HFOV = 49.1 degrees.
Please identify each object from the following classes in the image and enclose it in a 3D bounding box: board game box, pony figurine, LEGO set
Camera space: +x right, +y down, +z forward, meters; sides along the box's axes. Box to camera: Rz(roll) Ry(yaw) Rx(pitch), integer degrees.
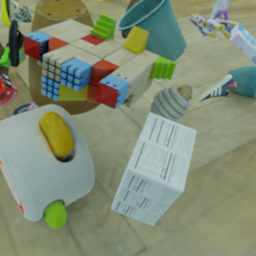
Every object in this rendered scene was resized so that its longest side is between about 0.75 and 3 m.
[{"bbox_3d":[3.163,-2.030,7.169,1.260,0.275,1.266,40,37,-6],"label":"board game box"},{"bbox_3d":[2.861,-3.449,9.150,1.460,1.260,1.513,-17,45,-24],"label":"pony figurine"},{"bbox_3d":[-3.177,-3.292,8.556,0.856,0.373,1.318,-24,72,-15],"label":"LEGO set"}]

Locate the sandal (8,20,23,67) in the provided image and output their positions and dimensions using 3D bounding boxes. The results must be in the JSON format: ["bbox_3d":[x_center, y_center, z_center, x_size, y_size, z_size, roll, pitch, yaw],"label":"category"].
[{"bbox_3d":[-2.253,-1.682,5.650,0.345,0.917,0.220,7,8,43],"label":"sandal"}]

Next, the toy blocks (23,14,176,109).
[{"bbox_3d":[-0.798,-1.157,5.323,2.885,1.442,1.972,26,39,13],"label":"toy blocks"}]

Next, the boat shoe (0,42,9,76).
[{"bbox_3d":[-4.379,-2.319,8.309,0.982,2.872,1.073,24,50,11],"label":"boat shoe"}]

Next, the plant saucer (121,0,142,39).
[{"bbox_3d":[0.304,-4.185,10.536,0.334,1.826,1.826,26,43,9],"label":"plant saucer"}]

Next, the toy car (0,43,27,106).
[{"bbox_3d":[-2.916,-1.317,6.675,2.133,0.476,2.007,2,63,43],"label":"toy car"}]

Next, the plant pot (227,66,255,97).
[{"bbox_3d":[4.546,-1.864,11.080,1.136,1.209,1.209,9,36,34],"label":"plant pot"}]

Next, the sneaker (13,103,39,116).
[{"bbox_3d":[-3.179,-0.523,9.739,1.582,0.555,0.649,-12,36,-14],"label":"sneaker"}]

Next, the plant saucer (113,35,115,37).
[{"bbox_3d":[-1.160,-2.965,9.586,1.429,0.257,1.429,-4,76,17],"label":"plant saucer"}]

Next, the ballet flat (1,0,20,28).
[{"bbox_3d":[-3.815,-4.233,9.146,0.658,1.962,0.656,30,35,26],"label":"ballet flat"}]

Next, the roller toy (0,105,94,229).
[{"bbox_3d":[-1.946,0.711,6.565,1.824,2.611,2.381,-24,31,-29],"label":"roller toy"}]

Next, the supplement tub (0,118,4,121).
[{"bbox_3d":[-4.022,0.338,8.406,0.818,0.818,1.336,0,37,-1],"label":"supplement tub"}]

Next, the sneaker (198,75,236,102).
[{"bbox_3d":[2.038,-0.793,6.372,0.383,0.906,0.339,48,35,-6],"label":"sneaker"}]

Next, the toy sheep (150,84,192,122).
[{"bbox_3d":[1.036,-0.570,7.054,0.984,1.427,0.984,35,27,-20],"label":"toy sheep"}]

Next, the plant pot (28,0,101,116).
[{"bbox_3d":[-1.721,-2.138,7.854,2.470,2.650,2.470,3,50,-4],"label":"plant pot"}]

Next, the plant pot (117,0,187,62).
[{"bbox_3d":[0.711,-2.449,7.275,1.483,1.452,1.483,-26,35,20],"label":"plant pot"}]

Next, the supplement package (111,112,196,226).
[{"bbox_3d":[0.433,0.804,5.140,0.915,1.651,1.286,22,52,2],"label":"supplement package"}]
